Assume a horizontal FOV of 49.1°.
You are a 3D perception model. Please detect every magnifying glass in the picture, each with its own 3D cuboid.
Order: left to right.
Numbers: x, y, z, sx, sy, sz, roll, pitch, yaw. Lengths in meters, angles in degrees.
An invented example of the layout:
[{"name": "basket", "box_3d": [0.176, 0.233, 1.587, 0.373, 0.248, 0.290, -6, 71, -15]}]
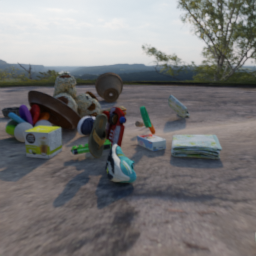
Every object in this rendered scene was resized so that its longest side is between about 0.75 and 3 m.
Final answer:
[{"name": "magnifying glass", "box_3d": [0.785, -0.194, 10.943, 0.227, 0.808, 2.031, -17, -25, 11]}]

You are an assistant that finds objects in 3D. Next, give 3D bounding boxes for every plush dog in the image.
[{"name": "plush dog", "box_3d": [-2.587, -1.010, 14.136, 2.485, 2.321, 2.893, 10, 38, -18]}]

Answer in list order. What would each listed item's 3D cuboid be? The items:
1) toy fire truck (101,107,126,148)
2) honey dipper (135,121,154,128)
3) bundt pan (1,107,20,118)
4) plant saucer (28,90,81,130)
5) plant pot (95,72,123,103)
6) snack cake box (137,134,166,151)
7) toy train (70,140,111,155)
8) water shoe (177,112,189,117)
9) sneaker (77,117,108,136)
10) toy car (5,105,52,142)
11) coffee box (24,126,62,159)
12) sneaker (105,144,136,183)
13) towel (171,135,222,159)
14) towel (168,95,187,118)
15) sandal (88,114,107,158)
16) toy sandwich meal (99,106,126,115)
[{"name": "toy fire truck", "box_3d": [-0.470, -0.018, 10.041, 0.810, 1.444, 1.213, 15, -3, -34]}, {"name": "honey dipper", "box_3d": [0.759, -0.114, 12.411, 0.262, 0.262, 1.379, 9, 0, 33]}, {"name": "bundt pan", "box_3d": [-6.400, -0.849, 15.692, 1.301, 0.488, 1.301, 1, 13, 0]}, {"name": "plant saucer", "box_3d": [-3.232, -0.649, 12.086, 2.627, 0.452, 2.627, 24, -20, 9]}, {"name": "plant pot", "box_3d": [-1.453, -2.969, 22.047, 2.279, 2.279, 1.987, -2, 32, -8]}, {"name": "snack cake box", "box_3d": [0.829, 0.511, 10.044, 0.581, 0.340, 1.011, -9, 15, -28]}, {"name": "toy train", "box_3d": [-1.167, 0.646, 8.890, 1.312, 0.274, 0.370, -11, 24, -10]}, {"name": "water shoe", "box_3d": [3.114, -0.981, 16.115, 0.498, 0.550, 1.393, -3, 13, -12]}, {"name": "sneaker", "box_3d": [-1.111, -0.102, 11.807, 1.179, 0.761, 2.172, 5, 11, 27]}, {"name": "toy car", "box_3d": [-3.969, -0.264, 11.171, 1.802, 1.351, 1.577, -10, 17, -38]}, {"name": "coffee box", "box_3d": [-2.758, 0.441, 9.174, 0.865, 0.856, 0.866, 3, 13, 14]}, {"name": "sneaker", "box_3d": [-0.207, 1.008, 7.586, 0.719, 0.699, 1.805, 15, 15, -13]}, {"name": "towel", "box_3d": [2.278, 0.573, 9.556, 1.569, 0.441, 1.832, 3, 13, 10]}, {"name": "towel", "box_3d": [2.638, -1.128, 14.907, 1.133, 0.319, 1.323, 40, -5, 18]}, {"name": "sandal", "box_3d": [-0.844, 0.233, 8.390, 0.546, 1.359, 0.367, 15, -6, -39]}, {"name": "toy sandwich meal", "box_3d": [-0.643, -0.656, 12.140, 1.242, 0.425, 1.242, -12, 4, 1]}]
